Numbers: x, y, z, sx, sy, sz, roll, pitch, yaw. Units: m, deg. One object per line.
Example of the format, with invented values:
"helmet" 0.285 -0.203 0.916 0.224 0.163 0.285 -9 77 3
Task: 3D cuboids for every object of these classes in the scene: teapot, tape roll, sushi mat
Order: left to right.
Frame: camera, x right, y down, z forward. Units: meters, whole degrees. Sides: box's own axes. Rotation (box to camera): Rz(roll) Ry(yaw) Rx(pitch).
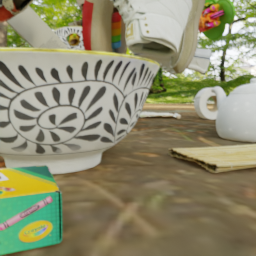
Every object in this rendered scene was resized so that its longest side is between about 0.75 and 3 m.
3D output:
"tape roll" 3.184 -0.942 10.850 1.233 1.233 0.431 -2 7 -16
"teapot" 2.559 -0.375 5.535 1.641 1.198 1.619 2 6 9
"sushi mat" 1.821 0.339 3.740 2.360 0.143 1.129 -2 7 -17

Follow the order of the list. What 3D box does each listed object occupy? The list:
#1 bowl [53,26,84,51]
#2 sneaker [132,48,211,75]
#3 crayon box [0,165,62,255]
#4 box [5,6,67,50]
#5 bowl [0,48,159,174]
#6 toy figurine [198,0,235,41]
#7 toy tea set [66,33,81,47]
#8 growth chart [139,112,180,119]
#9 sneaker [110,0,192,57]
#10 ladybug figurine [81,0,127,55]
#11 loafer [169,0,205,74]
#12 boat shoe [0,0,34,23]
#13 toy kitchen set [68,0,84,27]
"bowl" -2.182 -2.863 11.503 2.539 1.192 2.539 -6 -19 -2
"sneaker" 1.443 -2.279 9.494 2.663 0.943 0.972 7 10 7
"crayon box" -0.968 0.473 1.593 1.079 0.314 0.641 -2 6 -22
"box" -3.242 -3.322 9.599 2.286 0.939 0.782 47 -3 -29
"bowl" -0.896 -0.152 3.372 2.549 1.196 2.549 -1 5 0
"toy figurine" 2.439 -3.793 10.513 2.133 1.740 2.317 -29 14 -14
"toy tea set" -1.481 -2.541 9.115 1.040 0.647 1.750 -12 -28 -15
"growth chart" 1.085 -0.547 12.033 2.361 0.209 1.708 2 7 14
"sneaker" 0.057 -2.457 5.579 2.724 1.574 1.004 22 -19 -22
"ladybug figurine" -0.599 -2.555 7.278 0.924 2.569 1.744 14 30 18
"loafer" 1.561 -3.009 8.321 0.932 2.730 1.033 7 13 -10
"boat shoe" -3.013 -3.354 7.543 1.605 0.502 0.571 -32 -28 17
"toy kitchen set" -1.746 -4.152 10.925 1.288 1.579 1.424 -18 14 0
